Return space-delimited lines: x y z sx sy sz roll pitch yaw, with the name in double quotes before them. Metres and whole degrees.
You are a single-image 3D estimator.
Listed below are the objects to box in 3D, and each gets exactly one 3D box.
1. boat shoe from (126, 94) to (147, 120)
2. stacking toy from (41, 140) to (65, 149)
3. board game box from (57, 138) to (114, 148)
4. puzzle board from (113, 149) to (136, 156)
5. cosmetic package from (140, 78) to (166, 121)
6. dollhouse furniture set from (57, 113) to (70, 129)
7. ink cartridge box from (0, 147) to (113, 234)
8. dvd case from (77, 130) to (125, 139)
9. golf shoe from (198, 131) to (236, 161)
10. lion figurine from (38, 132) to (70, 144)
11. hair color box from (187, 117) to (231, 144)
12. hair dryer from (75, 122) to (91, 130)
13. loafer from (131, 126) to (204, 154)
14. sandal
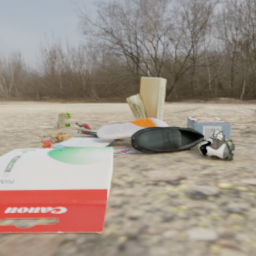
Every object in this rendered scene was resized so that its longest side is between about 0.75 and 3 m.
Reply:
"boat shoe" 0.435 -0.400 11.064 0.625 1.995 0.731 -15 29 2
"stacking toy" -2.400 0.624 8.457 0.903 0.381 0.817 3 9 26
"board game box" -1.428 0.576 9.630 1.604 0.208 1.604 2 8 10
"puzzle board" -0.232 0.751 8.806 0.795 0.069 0.599 -4 8 -29
"cosmetic package" 1.038 -0.940 12.354 0.887 2.495 1.312 6 8 17
"dollhouse furniture set" -3.693 -0.420 15.227 0.612 0.799 1.220 3 7 17
"ink cartridge box" -1.459 0.931 5.064 2.275 0.708 2.828 -1 6 -1
"dvd case" -1.114 0.245 11.363 1.252 0.189 1.715 7 -2 -37
"golf shoe" 2.516 0.475 8.443 0.878 0.722 1.857 0 6 1
"lion figurine" -2.787 0.324 10.624 1.096 0.397 0.671 15 28 26
"hair color box" 3.183 0.043 11.424 1.324 0.811 2.674 1 7 6
"hair dryer" -2.254 -0.109 14.203 0.859 0.233 0.654 21 -11 4
"loafer" 1.268 0.313 8.719 2.541 0.863 0.892 0 -12 -31
"sandal" 0.183 0.240 9.793 2.514 0.720 0.963 -6 33 -7
